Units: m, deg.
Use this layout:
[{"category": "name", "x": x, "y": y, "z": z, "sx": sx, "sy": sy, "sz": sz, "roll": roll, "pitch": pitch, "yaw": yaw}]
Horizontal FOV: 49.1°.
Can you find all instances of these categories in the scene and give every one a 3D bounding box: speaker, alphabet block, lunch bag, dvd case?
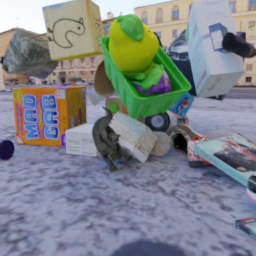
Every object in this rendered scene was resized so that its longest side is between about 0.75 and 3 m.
[{"category": "speaker", "x": 1.464, "y": -0.552, "z": 13.804, "sx": 1.203, "sy": 1.203, "sz": 2.963, "roll": 1, "pitch": 10, "yaw": 7}, {"category": "alphabet block", "x": -1.688, "y": -3.137, "z": 9.181, "sx": 1.586, "sy": 1.624, "sz": 1.594, "roll": -7, "pitch": 12, "yaw": 12}, {"category": "lunch bag", "x": -3.497, "y": -2.501, "z": 10.107, "sx": 1.234, "sy": 1.485, "sz": 1.771, "roll": 43, "pitch": 21, "yaw": 23}, {"category": "dvd case", "x": 2.501, "y": 1.726, "z": 4.464, "sx": 0.927, "sy": 0.140, "sz": 1.270, "roll": -5, "pitch": 12, "yaw": -24}, {"category": "dvd case", "x": 3.144, "y": 0.784, "z": 7.661, "sx": 2.387, "sy": 0.263, "sz": 1.742, "roll": -8, "pitch": 33, "yaw": -42}]

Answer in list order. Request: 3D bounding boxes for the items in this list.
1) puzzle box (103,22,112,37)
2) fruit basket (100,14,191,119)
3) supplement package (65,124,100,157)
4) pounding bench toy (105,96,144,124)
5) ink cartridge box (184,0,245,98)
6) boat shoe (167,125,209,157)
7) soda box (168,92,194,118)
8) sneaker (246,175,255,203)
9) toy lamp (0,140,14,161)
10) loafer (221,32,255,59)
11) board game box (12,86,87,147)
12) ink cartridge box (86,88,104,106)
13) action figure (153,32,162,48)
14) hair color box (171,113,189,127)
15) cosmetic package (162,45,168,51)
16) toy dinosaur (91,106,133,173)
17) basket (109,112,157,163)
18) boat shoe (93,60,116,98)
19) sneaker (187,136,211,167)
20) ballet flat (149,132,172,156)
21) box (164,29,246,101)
[{"category": "puzzle box", "x": -0.406, "y": -3.552, "z": 10.981, "sx": 1.911, "sy": 1.271, "sz": 0.243, "roll": -32, "pitch": -4, "yaw": -39}, {"category": "fruit basket", "x": 0.327, "y": -1.786, "z": 7.175, "sx": 1.924, "sy": 2.668, "sz": 2.668, "roll": -13, "pitch": 15, "yaw": -24}, {"category": "supplement package", "x": -1.337, "y": 0.388, "z": 9.810, "sx": 1.130, "sy": 0.804, "sz": 1.451, "roll": 4, "pitch": 11, "yaw": 18}, {"category": "pounding bench toy", "x": -0.127, "y": -1.181, "z": 13.625, "sx": 1.553, "sy": 2.499, "sz": 1.949, "roll": 3, "pitch": 11, "yaw": 17}, {"category": "ink cartridge box", "x": 2.613, "y": -2.417, "z": 8.826, "sx": 1.089, "sy": 2.490, "sz": 1.809, "roll": -6, "pitch": -15, "yaw": 1}, {"category": "boat shoe", "x": 1.865, "y": 0.418, "z": 9.618, "sx": 0.723, "sy": 0.872, "sz": 2.428, "roll": 0, "pitch": 16, "yaw": -19}, {"category": "soda box", "x": 1.077, "y": -1.328, "z": 10.412, "sx": 2.630, "sy": 0.844, "sz": 0.892, "roll": 33, "pitch": 6, "yaw": 40}, {"category": "sneaker", "x": 3.532, "y": 1.084, "z": 4.965, "sx": 2.588, "sy": 1.117, "sz": 1.040, "roll": 8, "pitch": 4, "yaw": 30}, {"category": "toy lamp", "x": -4.884, "y": 0.563, "z": 9.128, "sx": 2.521, "sy": 0.734, "sz": 0.734, "roll": 4, "pitch": 11, "yaw": 23}, {"category": "loafer", "x": 2.886, "y": -2.097, "z": 7.297, "sx": 0.440, "sy": 0.453, "sz": 1.240, "roll": 10, "pitch": 35, "yaw": -28}, {"category": "board game box", "x": -3.029, "y": -0.574, "z": 11.278, "sx": 2.143, "sy": 2.145, "sz": 2.143, "roll": 2, "pitch": 11, "yaw": 10}, {"category": "ink cartridge box", "x": -1.217, "y": -1.644, "z": 12.750, "sx": 1.370, "sy": 0.580, "sz": 0.990, "roll": -40, "pitch": 1, "yaw": -5}, {"category": "action figure", "x": 0.389, "y": -3.023, "z": 12.194, "sx": 1.722, "sy": 0.918, "sz": 2.646, "roll": -41, "pitch": 10, "yaw": -33}, {"category": "hair color box", "x": 2.207, "y": -0.100, "z": 12.118, "sx": 0.535, "sy": 0.928, "sz": 1.673, "roll": 0, "pitch": 11, "yaw": 2}, {"category": "cosmetic package", "x": 1.604, "y": -3.017, "z": 13.087, "sx": 0.542, "sy": 1.526, "sz": 0.803, "roll": 6, "pitch": 11, "yaw": -12}, {"category": "toy dinosaur", "x": -0.605, "y": 0.391, "z": 7.748, "sx": 0.962, "sy": 2.499, "sz": 1.278, "roll": -41, "pitch": 46, "yaw": -13}, {"category": "basket", "x": 0.055, "y": 0.253, "z": 8.568, "sx": 1.438, "sy": 0.887, "sz": 0.975, "roll": 29, "pitch": -11, "yaw": 39}, {"category": "boat shoe", "x": -0.389, "y": -2.024, "z": 9.585, "sx": 0.989, "sy": 2.774, "sz": 0.895, "roll": 15, "pitch": -30, "yaw": 10}, {"category": "sneaker", "x": 2.423, "y": 0.628, "z": 8.239, "sx": 1.562, "sy": 0.837, "sz": 0.522, "roll": -6, "pitch": -2, "yaw": -25}, {"category": "ballet flat", "x": 0.556, "y": 0.482, "z": 9.385, "sx": 0.798, "sy": 0.808, "sz": 2.374, "roll": 6, "pitch": -2, "yaw": -24}, {"category": "box", "x": 3.054, "y": -2.711, "z": 11.587, "sx": 2.738, "sy": 1.697, "sz": 2.691, "roll": 15, "pitch": 50, "yaw": 32}]
